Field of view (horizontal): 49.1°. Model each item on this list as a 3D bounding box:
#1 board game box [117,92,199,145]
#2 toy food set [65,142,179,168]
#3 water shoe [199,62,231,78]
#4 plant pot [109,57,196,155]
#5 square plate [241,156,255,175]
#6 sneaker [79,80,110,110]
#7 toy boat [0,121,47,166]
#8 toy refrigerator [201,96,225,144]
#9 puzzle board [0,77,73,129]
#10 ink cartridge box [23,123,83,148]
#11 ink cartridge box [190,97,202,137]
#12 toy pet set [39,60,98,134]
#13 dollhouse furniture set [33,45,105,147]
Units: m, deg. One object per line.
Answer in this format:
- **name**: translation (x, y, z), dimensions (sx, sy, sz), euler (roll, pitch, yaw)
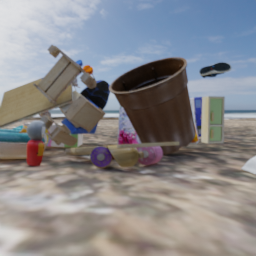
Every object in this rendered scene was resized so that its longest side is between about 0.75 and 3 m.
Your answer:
- **board game box**: translation (0.907, -0.445, 9.247), dimensions (2.480, 0.321, 2.480), euler (-3, 47, 4)
- **toy food set**: translation (-0.207, 0.640, 6.572), dimensions (1.868, 0.463, 2.938), euler (-1, -4, -27)
- **water shoe**: translation (3.308, -2.165, 10.579), dimensions (1.184, 0.423, 0.467), euler (-3, -18, 30)
- **plant pot**: translation (0.816, -0.532, 7.664), dimensions (2.105, 2.084, 2.105), euler (-17, 26, 9)
- **square plate**: translation (3.758, 0.453, 4.451), dimensions (2.933, 0.417, 2.906), euler (-10, 0, -1)
- **sneaker**: translation (-1.312, -0.955, 10.104), dimensions (0.995, 1.036, 2.642), euler (33, -36, -10)
- **toy boat**: translation (-2.627, 0.287, 6.834), dimensions (2.126, 0.988, 1.787), euler (4, -1, 45)
- **toy refrigerator**: translation (3.311, -0.314, 10.913), dimensions (0.687, 1.810, 0.633), euler (0, 4, -11)
- **puzzle board**: translation (-2.919, -0.964, 8.914), dimensions (2.479, 0.216, 1.868), euler (-19, 43, 4)
- **ink cartridge box**: translation (-2.801, 0.216, 9.823), dimensions (2.275, 0.766, 1.332), euler (3, 2, -2)
- **ink cartridge box**: translation (3.422, -0.604, 14.719), dimensions (1.106, 1.977, 2.898), euler (-6, 5, -17)
- **toy pet set**: translation (-1.775, -0.823, 9.336), dimensions (2.369, 1.258, 2.212), euler (-40, 45, -13)
- **dollhouse furniture set**: translation (-1.984, -0.934, 8.492), dimensions (2.428, 2.071, 1.186), euler (42, 1, 27)
